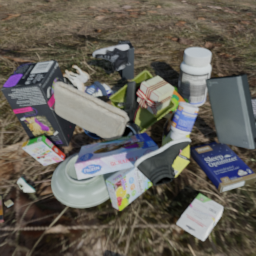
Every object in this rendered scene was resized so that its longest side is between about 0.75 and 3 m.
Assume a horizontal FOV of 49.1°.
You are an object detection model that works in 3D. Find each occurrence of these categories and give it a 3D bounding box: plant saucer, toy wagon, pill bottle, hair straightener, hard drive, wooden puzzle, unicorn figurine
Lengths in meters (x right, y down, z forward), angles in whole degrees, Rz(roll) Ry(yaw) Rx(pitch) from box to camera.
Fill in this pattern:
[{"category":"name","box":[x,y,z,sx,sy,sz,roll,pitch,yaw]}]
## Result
[{"category":"plant saucer","box":[-1.460,1.526,9.529,2.425,0.609,2.425,-4,42,3]},{"category":"toy wagon","box":[1.852,-1.055,12.685,2.000,0.510,2.578,-18,56,-31]},{"category":"pill bottle","box":[3.189,-2.439,13.550,1.455,2.557,1.455,0,36,0]},{"category":"hair straightener","box":[-0.107,-0.649,11.371,0.568,1.069,2.778,-2,69,49]},{"category":"hard drive","box":[3.656,-0.599,9.928,0.413,2.511,1.753,-20,13,-19]},{"category":"plant saucer","box":[0.598,-1.027,11.898,2.080,0.499,2.083,-38,76,1]},{"category":"pill bottle","box":[1.636,-0.166,8.379,0.620,1.106,0.620,15,17,-5]},{"category":"wooden puzzle","box":[-4.433,2.660,8.680,1.675,0.118,0.993,-14,39,-18]},{"category":"unicorn figurine","box":[-2.381,-2.197,13.111,1.296,0.697,1.887,38,52,-5]}]

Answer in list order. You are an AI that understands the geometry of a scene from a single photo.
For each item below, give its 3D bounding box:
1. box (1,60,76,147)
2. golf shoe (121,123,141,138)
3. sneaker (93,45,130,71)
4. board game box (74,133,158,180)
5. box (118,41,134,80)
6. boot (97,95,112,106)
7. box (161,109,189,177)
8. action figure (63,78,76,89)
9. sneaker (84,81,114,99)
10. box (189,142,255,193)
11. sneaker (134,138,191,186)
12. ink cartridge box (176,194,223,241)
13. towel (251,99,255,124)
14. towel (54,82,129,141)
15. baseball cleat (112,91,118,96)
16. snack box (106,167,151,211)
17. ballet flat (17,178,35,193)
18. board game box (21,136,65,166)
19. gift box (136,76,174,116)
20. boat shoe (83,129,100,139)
[{"category":"box","box":[-3.169,-0.840,10.705,1.541,2.905,1.776,-3,42,12]},{"category":"golf shoe","box":[0.233,0.786,9.934,1.127,0.927,2.384,23,30,-53]},{"category":"sneaker","box":[-0.843,-3.471,14.228,2.120,1.207,0.800,-2,19,31]},{"category":"board game box","box":[-0.336,0.713,8.000,2.144,0.442,2.149,-13,9,-3]},{"category":"box","box":[-0.121,-3.878,16.095,0.737,1.868,1.318,-5,37,-7]},{"category":"boot","box":[-1.044,-0.967,11.770,0.608,0.623,1.652,-25,25,-11]},{"category":"box","box":[1.760,0.487,10.491,0.675,1.014,2.695,24,38,-9]},{"category":"action figure","box":[-3.366,-1.908,14.160,2.044,1.043,1.215,-4,26,-2]},{"category":"sneaker","box":[-1.473,-1.593,13.802,1.533,0.843,2.093,-8,30,1]},{"category":"box","box":[3.363,1.255,10.387,1.453,0.389,2.398,-12,37,-16]},{"category":"sneaker","box":[0.937,0.781,6.253,1.489,0.526,0.738,-25,64,-22]},{"category":"ink cartridge box","box":[2.101,2.715,8.295,0.833,0.479,1.423,27,44,32]},{"category":"towel","box":[6.159,-0.516,12.210,2.467,1.056,2.043,-4,36,-5]},{"category":"towel","box":[-1.251,-0.475,9.084,2.533,1.679,0.437,27,59,2]},{"category":"baseball cleat","box":[-0.418,-1.836,14.575,1.118,0.390,0.595,-24,43,-30]},{"category":"snack box","box":[0.060,1.753,8.933,1.513,1.076,0.401,-31,33,-35]},{"category":"ballet flat","box":[-3.477,2.003,9.481,0.899,0.312,0.312,26,44,37]},{"category":"board game box","box":[-3.006,0.846,9.971,0.937,1.224,0.247,-17,45,21]},{"category":"gift box","box":[1.052,-1.203,11.136,1.111,1.190,1.098,-29,54,-34]},{"category":"boat shoe","box":[-1.622,-0.087,11.607,1.414,0.485,0.595,39,33,28]}]
